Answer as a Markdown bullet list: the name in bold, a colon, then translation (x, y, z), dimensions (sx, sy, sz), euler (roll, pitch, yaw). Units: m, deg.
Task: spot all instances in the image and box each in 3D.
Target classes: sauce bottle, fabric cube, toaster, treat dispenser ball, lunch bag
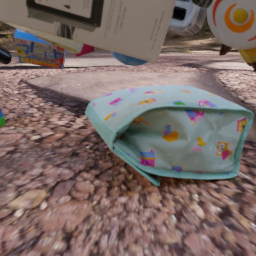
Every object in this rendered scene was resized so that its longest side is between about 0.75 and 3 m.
- **sauce bottle**: translation (3.876, -2.311, 8.778), dimensions (0.588, 0.588, 1.819), euler (21, -11, 46)
- **fabric cube**: translation (-1.851, -3.402, 10.942), dimensions (0.780, 0.795, 0.793), euler (-19, 47, -10)
- **toaster**: translation (1.266, -3.587, 8.195), dimensions (2.672, 1.518, 1.726), euler (22, 22, 12)
- **treat dispenser ball**: translation (0.237, -3.393, 10.649), dimensions (2.030, 2.030, 2.030), euler (0, 19, 0)
- **lunch bag**: translation (0.662, -0.025, 6.265), dimensions (2.993, 1.825, 2.549), euler (0, 19, -18)

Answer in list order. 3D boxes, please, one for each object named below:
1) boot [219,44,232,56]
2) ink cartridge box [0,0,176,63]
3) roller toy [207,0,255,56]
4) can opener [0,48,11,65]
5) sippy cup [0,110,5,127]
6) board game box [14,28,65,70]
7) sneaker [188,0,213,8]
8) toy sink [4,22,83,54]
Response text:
- **boot**: translation (4.037, -2.625, 8.832), dimensions (1.767, 1.647, 0.568), euler (39, 15, 20)
- **ink cartridge box**: translation (-0.760, -1.993, 4.008), dimensions (2.768, 0.939, 1.605), euler (15, 37, -2)
- **roller toy**: translation (3.024, -3.010, 7.075), dimensions (1.846, 2.023, 1.414), euler (33, 54, 18)
- **can opener**: translation (-4.214, -2.086, 8.261), dimensions (1.030, 0.831, 2.620), euler (35, -9, -33)
- **sippy cup**: translation (-4.984, -0.895, 8.810), dimensions (2.429, 1.780, 1.908), euler (12, 22, 33)
- **board game box**: translation (-2.910, -2.642, 9.439), dimensions (1.566, 0.438, 1.534), euler (8, -18, -13)
- **sneaker**: translation (1.014, -2.451, 4.838), dimensions (1.066, 0.418, 0.480), euler (25, 20, -15)
- **toy sink**: translation (-1.921, -2.863, 7.090), dimensions (1.635, 1.405, 2.508), euler (29, 14, 24)
